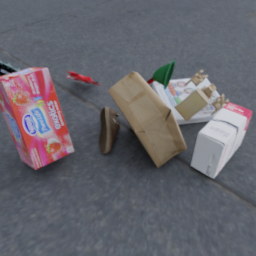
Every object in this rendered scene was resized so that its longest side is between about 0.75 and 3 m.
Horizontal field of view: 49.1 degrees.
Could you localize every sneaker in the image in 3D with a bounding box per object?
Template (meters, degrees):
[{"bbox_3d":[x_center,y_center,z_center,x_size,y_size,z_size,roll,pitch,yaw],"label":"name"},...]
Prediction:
[{"bbox_3d":[-0.596,0.072,10.194,0.748,0.697,1.979,17,51,-25],"label":"sneaker"}]

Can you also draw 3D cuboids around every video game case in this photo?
[{"bbox_3d":[2.615,-1.230,11.947,2.578,0.336,2.833,-7,42,-8],"label":"video game case"}]

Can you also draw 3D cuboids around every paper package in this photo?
[{"bbox_3d":[0.645,-0.279,9.322,1.233,2.272,2.384,-34,45,0],"label":"paper package"}]

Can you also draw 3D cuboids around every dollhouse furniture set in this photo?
[{"bbox_3d":[2.665,-1.078,10.590,1.588,1.125,1.729,50,39,4],"label":"dollhouse furniture set"}]

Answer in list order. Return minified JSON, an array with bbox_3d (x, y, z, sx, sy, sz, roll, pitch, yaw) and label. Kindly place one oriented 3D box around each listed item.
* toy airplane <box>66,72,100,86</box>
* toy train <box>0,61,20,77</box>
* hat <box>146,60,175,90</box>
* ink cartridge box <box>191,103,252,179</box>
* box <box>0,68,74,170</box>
[{"bbox_3d":[-2.072,-2.204,12.442,1.751,0.322,1.751,14,5,-1],"label":"toy airplane"},{"bbox_3d":[-5.642,-2.514,12.376,1.171,2.055,0.876,20,88,30],"label":"toy train"},{"bbox_3d":[0.916,-1.861,9.526,1.027,1.166,0.966,20,3,15],"label":"hat"},{"bbox_3d":[3.042,0.378,9.160,0.897,1.540,2.128,28,47,29],"label":"ink cartridge box"},{"bbox_3d":[-2.957,-0.327,8.770,1.424,2.857,1.364,-27,25,-32],"label":"box"}]
